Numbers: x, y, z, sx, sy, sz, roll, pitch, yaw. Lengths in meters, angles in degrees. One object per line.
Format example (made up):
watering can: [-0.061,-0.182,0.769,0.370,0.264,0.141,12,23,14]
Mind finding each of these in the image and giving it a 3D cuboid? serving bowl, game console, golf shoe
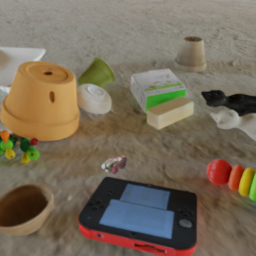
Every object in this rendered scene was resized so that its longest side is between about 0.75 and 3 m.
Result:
serving bowl: [-1.415,-1.302,11.495,1.665,0.548,1.665,19,34,-13]
game console: [0.340,2.033,6.955,2.707,0.420,2.394,9,24,11]
golf shoe: [-0.389,1.043,8.425,0.521,0.411,1.132,18,11,20]

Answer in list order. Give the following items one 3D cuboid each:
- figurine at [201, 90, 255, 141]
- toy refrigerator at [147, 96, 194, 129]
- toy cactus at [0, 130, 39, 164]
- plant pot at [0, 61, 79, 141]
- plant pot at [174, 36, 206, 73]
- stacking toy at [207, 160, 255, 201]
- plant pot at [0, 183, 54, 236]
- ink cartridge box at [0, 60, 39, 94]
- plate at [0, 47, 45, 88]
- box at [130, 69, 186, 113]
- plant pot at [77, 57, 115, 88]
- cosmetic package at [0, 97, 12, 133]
figurine: [3.876,-0.504,9.960,2.294,1.012,2.351,12,34,-9]
toy refrigerator: [1.657,-0.596,10.939,1.854,0.649,0.704,-23,35,-30]
toy cactus: [-3.911,0.353,9.281,2.570,1.314,2.121,3,25,19]
plant pot: [-2.985,-1.104,9.902,2.744,1.921,2.744,13,31,-8]
plant pot: [3.373,-4.004,15.016,1.745,1.514,1.745,-1,35,1]
stacking toy: [3.461,1.535,7.597,2.713,1.158,1.158,16,38,29]
plant pot: [-2.539,2.114,6.911,1.516,0.700,1.516,-7,29,4]
ink cartridge box: [-5.041,-2.491,13.155,2.744,1.164,1.999,27,43,35]
plate: [-5.314,-2.552,11.881,2.814,0.456,2.820,8,45,16]
box: [1.246,-1.658,11.992,1.860,0.899,1.641,-14,46,-18]
plant pot: [-1.546,-2.259,12.706,1.338,1.409,1.409,-41,49,-16]
cosmetic package: [-5.090,-0.371,10.598,2.434,0.629,1.835,-20,38,-26]
